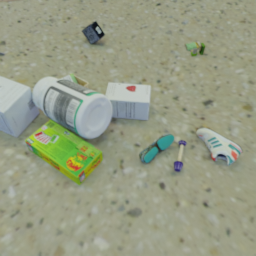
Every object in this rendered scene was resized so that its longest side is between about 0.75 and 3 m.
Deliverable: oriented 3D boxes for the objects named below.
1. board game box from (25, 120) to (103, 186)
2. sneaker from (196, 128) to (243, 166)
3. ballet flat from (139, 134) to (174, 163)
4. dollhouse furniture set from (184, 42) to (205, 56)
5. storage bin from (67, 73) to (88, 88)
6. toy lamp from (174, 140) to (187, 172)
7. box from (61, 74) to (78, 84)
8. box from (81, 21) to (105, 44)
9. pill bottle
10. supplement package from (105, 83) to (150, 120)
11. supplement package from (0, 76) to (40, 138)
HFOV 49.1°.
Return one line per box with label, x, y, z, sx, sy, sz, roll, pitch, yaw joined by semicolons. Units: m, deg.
board game box;-2.150;0.768;9.413;2.369;0.564;1.203;29;56;22
sneaker;2.920;0.639;9.494;1.711;0.602;0.800;32;79;35
ballet flat;0.933;0.643;9.551;1.447;0.537;0.537;-34;58;-21
dollhouse furniture set;3.149;-3.899;13.287;0.628;0.481;0.959;-9;51;-8
storage bin;-2.300;-1.595;11.408;1.014;0.475;1.007;30;57;22
toy lamp;1.732;0.938;9.360;0.329;0.329;1.129;10;54;8
box;-2.431;-1.743;11.287;0.165;0.655;0.907;-13;17;45
box;-1.673;-4.566;13.445;0.782;0.788;0.486;-9;36;45
pill bottle;-1.984;-0.796;9.619;2.705;1.530;1.530;26;55;34
supplement package;0.002;-1.007;10.586;1.616;0.968;0.980;5;49;4
supplement package;-4.820;-0.961;10.260;2.513;1.429;1.376;22;55;16
